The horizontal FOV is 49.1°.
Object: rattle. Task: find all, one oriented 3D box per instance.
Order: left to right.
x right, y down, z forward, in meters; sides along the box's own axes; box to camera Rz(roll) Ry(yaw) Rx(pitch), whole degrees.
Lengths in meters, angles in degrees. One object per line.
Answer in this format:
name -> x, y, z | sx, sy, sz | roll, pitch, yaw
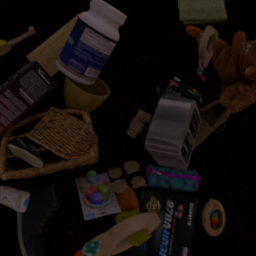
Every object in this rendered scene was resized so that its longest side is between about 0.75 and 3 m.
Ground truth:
rattle -> -0.600, 2.466, 7.520 | 2.709, 1.764, 1.935 | -3, 65, -36
rattle -> 2.468, -2.780, 10.328 | 1.339, 1.220, 1.874 | 18, 99, 15

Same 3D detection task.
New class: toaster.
toaster -> 1.239, 0.097, 7.808 | 1.088, 1.834, 1.659 | 10, 67, 28

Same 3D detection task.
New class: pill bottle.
pill bottle -> -1.113, -2.644, 8.614 | 1.374, 1.374, 2.375 | 36, 108, 10

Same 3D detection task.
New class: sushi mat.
sushi mat -> -2.420, -3.147, 10.677 | 2.797, 0.169, 1.338 | -44, 80, -11

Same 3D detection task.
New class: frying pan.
frying pan -> 2.767, -0.357, 9.851 | 1.373, 0.223, 0.830 | 41, 72, 16

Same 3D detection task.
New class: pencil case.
pencil case -> 1.403, 1.626, 9.005 | 1.671, 0.772, 0.711 | 6, 63, 0

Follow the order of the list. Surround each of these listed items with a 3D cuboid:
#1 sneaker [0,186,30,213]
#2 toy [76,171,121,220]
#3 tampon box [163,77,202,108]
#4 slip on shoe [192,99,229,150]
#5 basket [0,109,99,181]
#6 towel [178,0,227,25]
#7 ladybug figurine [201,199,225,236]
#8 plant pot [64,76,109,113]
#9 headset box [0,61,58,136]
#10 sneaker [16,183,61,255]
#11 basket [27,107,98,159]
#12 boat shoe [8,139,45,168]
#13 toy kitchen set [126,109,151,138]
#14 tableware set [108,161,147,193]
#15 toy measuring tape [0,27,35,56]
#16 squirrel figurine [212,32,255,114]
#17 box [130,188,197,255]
sneaker -> -3.313, 2.015, 7.945 | 1.558, 0.629, 0.596 | -3, 70, 45
toy -> -0.954, 1.878, 8.409 | 1.040, 1.807, 0.427 | -9, 118, -15
tampon box -> 1.665, -0.965, 8.715 | 1.047, 0.785, 0.661 | 32, 120, -5
slip on shoe -> 2.339, -0.062, 9.249 | 2.645, 0.801, 1.006 | -32, 73, -12
basket -> -2.402, 0.375, 8.623 | 2.739, 2.041, 1.955 | -12, 81, -3
towel -> 2.916, -4.754, 11.049 | 1.873, 0.342, 1.389 | -2, 75, 0
ladybug figurine -> 2.617, 2.772, 8.750 | 0.788, 0.417, 1.160 | -5, 94, -21
plant pot -> -1.545, -1.080, 9.503 | 1.529, 1.529, 1.086 | 37, 118, 10
headset box -> -3.768, -0.901, 8.989 | 2.720, 2.025, 1.051 | -46, 115, -12
sneaker -> -2.609, 2.922, 8.560 | 1.265, 0.891, 2.381 | -16, 73, -2
basket -> -1.680, 0.316, 7.360 | 1.446, 1.032, 1.078 | 23, 65, 24
boat shoe -> -2.701, 0.653, 7.624 | 1.354, 0.486, 0.458 | 22, 45, 32
toy kitchen set -> 0.591, 0.024, 9.428 | 0.842, 0.761, 0.933 | 27, 96, -24
tableware set -> -0.070, 1.489, 8.522 | 1.043, 0.145, 1.249 | -12, 37, -9
toy measuring tape -> -4.715, -3.249, 10.372 | 2.470, 0.909, 0.909 | -36, 77, -9
squirrel figurine -> 3.507, -1.548, 8.043 | 1.689, 2.228, 2.387 | 4, 106, -7
box -> 1.103, 3.129, 8.702 | 1.737, 0.503, 2.186 | 11, 75, 3
